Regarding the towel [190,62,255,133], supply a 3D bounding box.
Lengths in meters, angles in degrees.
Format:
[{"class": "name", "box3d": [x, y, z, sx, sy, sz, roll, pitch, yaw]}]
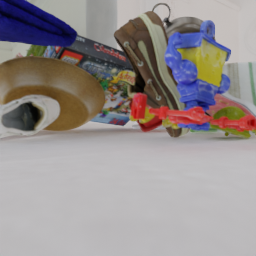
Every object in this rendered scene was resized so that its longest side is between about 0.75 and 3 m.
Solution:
[{"class": "towel", "box3d": [2.937, -0.714, 6.410, 2.895, 2.160, 0.444, 0, -39, 19]}]

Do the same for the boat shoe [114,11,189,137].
[{"class": "boat shoe", "box3d": [0.372, -0.719, 4.750, 0.831, 2.246, 0.829, -25, 26, -5]}]

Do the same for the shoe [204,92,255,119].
[{"class": "shoe", "box3d": [1.983, -0.281, 5.548, 0.626, 0.492, 1.377, -39, 35, -1]}]

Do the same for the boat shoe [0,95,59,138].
[{"class": "boat shoe", "box3d": [-1.667, -0.187, 4.804, 0.682, 0.697, 1.968, -4, 12, 21]}]

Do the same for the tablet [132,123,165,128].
[{"class": "tablet", "box3d": [0.854, -0.104, 9.045, 1.380, 0.145, 2.120, 0, 4, 3]}]

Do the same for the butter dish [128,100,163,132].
[{"class": "butter dish", "box3d": [0.573, -0.600, 6.584, 1.045, 1.048, 0.774, -25, -32, -1]}]

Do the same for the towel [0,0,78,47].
[{"class": "towel", "box3d": [-2.115, -1.752, 4.497, 2.190, 0.543, 1.617, 14, 10, 28]}]

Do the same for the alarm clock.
[{"class": "alarm clock", "box3d": [1.209, -1.948, 6.458, 1.381, 2.047, 0.682, -29, 27, 27]}]

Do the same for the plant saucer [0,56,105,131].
[{"class": "plant saucer", "box3d": [-1.764, -0.544, 6.205, 2.505, 0.444, 2.505, 1, -30, 1]}]

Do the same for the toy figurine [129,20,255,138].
[{"class": "toy figurine", "box3d": [1.394, -0.767, 4.222, 2.783, 1.667, 1.468, 8, -4, -39]}]

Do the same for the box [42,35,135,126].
[{"class": "box", "box3d": [-0.742, -0.987, 6.782, 2.986, 0.563, 2.039, 8, -39, -40]}]
